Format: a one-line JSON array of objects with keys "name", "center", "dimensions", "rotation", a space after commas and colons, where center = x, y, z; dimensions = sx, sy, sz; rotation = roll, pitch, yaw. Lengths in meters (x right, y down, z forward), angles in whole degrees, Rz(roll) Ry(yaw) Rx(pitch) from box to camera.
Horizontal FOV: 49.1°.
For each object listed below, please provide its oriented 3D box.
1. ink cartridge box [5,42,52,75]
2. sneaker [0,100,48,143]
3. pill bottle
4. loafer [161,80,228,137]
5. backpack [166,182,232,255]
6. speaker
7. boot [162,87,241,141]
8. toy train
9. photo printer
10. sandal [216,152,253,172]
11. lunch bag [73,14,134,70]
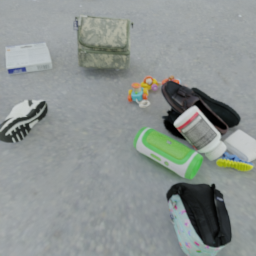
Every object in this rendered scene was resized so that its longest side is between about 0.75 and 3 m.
[{"name": "ink cartridge box", "center": [-4.977, -3.499, 13.957], "dimensions": [2.103, 0.428, 2.108], "rotation": [-11, 47, -14]}, {"name": "sneaker", "center": [-4.033, -0.278, 10.351], "dimensions": [0.995, 0.917, 2.488], "rotation": [10, 33, 17]}, {"name": "pill bottle", "center": [2.326, 0.203, 8.928], "dimensions": [1.660, 0.919, 0.919], "rotation": [48, 54, -2]}, {"name": "loafer", "center": [2.328, -0.713, 9.595], "dimensions": [2.718, 0.856, 0.977], "rotation": [44, 68, -2]}, {"name": "backpack", "center": [1.834, 2.382, 7.247], "dimensions": [1.500, 1.138, 1.798], "rotation": [2, 45, -19]}, {"name": "speaker", "center": [1.271, 0.787, 9.169], "dimensions": [2.194, 0.970, 0.970], "rotation": [29, 51, 27]}, {"name": "boot", "center": [2.643, -0.278, 10.314], "dimensions": [2.422, 0.896, 1.984], "rotation": [36, 63, 14]}, {"name": "toy train", "center": [1.033, -1.720, 11.717], "dimensions": [2.294, 0.638, 1.723], "rotation": [-33, 36, -28]}, {"name": "photo printer", "center": [3.996, 0.644, 9.696], "dimensions": [0.925, 0.386, 1.112], "rotation": [-30, 52, -25]}, {"name": "sandal", "center": [3.505, 1.082, 9.179], "dimensions": [1.137, 0.452, 0.495], "rotation": [14, 53, 10]}, {"name": "lunch bag", "center": [-1.121, -3.983, 12.896], "dimensions": [2.618, 2.196, 1.824], "rotation": [4, 28, -2]}]
